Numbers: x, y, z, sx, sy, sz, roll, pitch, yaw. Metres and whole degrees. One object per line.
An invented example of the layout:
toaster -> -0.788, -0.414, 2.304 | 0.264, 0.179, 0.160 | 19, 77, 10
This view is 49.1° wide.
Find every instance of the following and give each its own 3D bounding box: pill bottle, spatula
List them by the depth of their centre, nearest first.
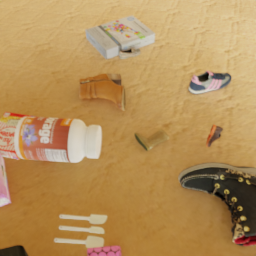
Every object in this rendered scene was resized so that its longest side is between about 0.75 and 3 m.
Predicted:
spatula -> -1.423, 3.055, 8.386 | 1.480, 0.119, 1.029 | 3, 50, 3
pill bottle -> -2.355, 0.412, 9.753 | 2.711, 1.521, 1.521 | 3, 49, 3

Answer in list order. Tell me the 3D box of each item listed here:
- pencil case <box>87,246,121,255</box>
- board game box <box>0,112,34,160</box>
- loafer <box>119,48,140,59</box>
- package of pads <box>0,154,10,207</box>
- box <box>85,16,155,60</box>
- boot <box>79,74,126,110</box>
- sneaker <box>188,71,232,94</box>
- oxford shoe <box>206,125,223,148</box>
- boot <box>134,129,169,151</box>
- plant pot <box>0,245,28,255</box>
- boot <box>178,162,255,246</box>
pencil case -> -0.666, 3.544, 7.787 | 0.944, 0.428, 0.442 | -3, 76, 0
board game box -> -4.389, 0.260, 10.601 | 1.384, 0.423, 1.827 | 8, 50, 7
loafer -> 0.101, -3.826, 14.187 | 1.205, 0.379, 0.433 | -21, 52, -18
package of pads -> -4.599, 1.759, 9.089 | 1.179, 0.740, 1.957 | -18, 51, -15
box -> -0.429, -4.909, 14.986 | 2.987, 0.615, 2.328 | -24, 53, -20
boot -> -1.118, -1.447, 11.822 | 1.905, 0.907, 2.463 | -8, 38, -7
sneaker -> 3.734, -2.169, 12.402 | 2.185, 0.896, 0.766 | -20, 52, -17
oxford shoe -> 3.020, 0.356, 9.844 | 0.396, 1.092, 0.389 | 16, 52, 10
boot -> 0.879, 0.334, 10.621 | 1.041, 0.344, 0.911 | -31, 69, -23
plant pot -> -2.955, 4.126, 6.126 | 2.440, 2.446, 2.169 | -11, 39, -9
boot -> 3.097, 2.274, 8.467 | 2.973, 1.088, 2.238 | 5, 48, -3
